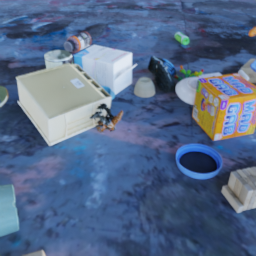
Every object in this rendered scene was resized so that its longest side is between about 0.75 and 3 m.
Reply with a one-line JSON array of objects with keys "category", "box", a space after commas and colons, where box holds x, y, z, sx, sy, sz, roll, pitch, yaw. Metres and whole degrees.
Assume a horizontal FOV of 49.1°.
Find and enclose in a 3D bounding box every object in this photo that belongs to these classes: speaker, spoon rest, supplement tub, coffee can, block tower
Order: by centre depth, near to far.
[{"category": "block tower", "box": [3.927, 1.403, 7.334, 2.777, 0.803, 0.750, -11, 37, -13]}, {"category": "spoon rest", "box": [3.238, -1.539, 10.974, 2.878, 0.872, 1.430, -13, 52, -11]}, {"category": "coffee can", "box": [-2.887, -2.377, 11.968, 1.137, 1.554, 1.137, 0, 35, 0]}, {"category": "supplement tub", "box": [-2.920, -4.890, 16.077, 0.904, 0.904, 1.691, 18, 39, 24]}, {"category": "speaker", "box": [3.308, -5.527, 17.303, 0.527, 0.527, 1.191, -9, 37, -13]}]

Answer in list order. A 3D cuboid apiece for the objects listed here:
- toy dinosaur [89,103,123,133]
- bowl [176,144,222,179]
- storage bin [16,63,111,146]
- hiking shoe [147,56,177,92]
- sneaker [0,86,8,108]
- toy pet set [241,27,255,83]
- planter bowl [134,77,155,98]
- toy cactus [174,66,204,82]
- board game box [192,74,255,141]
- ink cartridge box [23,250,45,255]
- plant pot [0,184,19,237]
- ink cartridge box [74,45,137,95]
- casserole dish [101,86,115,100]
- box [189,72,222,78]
[{"category": "toy dinosaur", "box": [-0.667, -0.304, 9.269, 1.417, 0.962, 0.724, -36, 19, 25]}, {"category": "bowl", "box": [2.087, 0.995, 8.344, 1.352, 0.265, 1.352, 0, 35, 0]}, {"category": "storage bin", "box": [-2.287, -1.011, 9.990, 2.484, 1.173, 2.502, -24, 53, -31]}, {"category": "hiking shoe", "box": [1.753, -2.483, 12.557, 1.122, 0.963, 2.588, 0, 41, -16]}, {"category": "sneaker", "box": [-5.430, -1.238, 10.722, 0.851, 1.140, 2.538, 3, 36, 4]}, {"category": "toy pet set", "box": [6.240, -3.115, 12.253, 2.438, 2.611, 1.387, -42, 25, -10]}, {"category": "planter bowl", "box": [0.711, -1.779, 11.953, 0.911, 0.613, 0.911, 1, 35, 0]}, {"category": "toy cactus", "box": [2.504, -2.149, 11.918, 1.280, 0.655, 1.056, 4, 52, 26]}, {"category": "board game box", "box": [3.354, -0.745, 9.638, 1.585, 1.586, 1.585, -9, 36, -13]}, {"category": "ink cartridge box", "box": [-2.046, 3.144, 5.069, 1.216, 0.554, 1.476, -12, 36, -14]}, {"category": "plant pot", "box": [-3.226, 1.911, 6.196, 1.409, 1.439, 1.439, -8, 36, -24]}, {"category": "ink cartridge box", "box": [-0.933, -2.529, 12.254, 2.339, 1.465, 1.503, 20, 40, 25]}, {"category": "casserole dish", "box": [-1.875, -1.097, 11.070, 2.720, 0.528, 1.648, 1, 35, 1]}, {"category": "box", "box": [3.460, -1.949, 12.291, 1.621, 0.488, 0.946, -10, 37, -13]}]
